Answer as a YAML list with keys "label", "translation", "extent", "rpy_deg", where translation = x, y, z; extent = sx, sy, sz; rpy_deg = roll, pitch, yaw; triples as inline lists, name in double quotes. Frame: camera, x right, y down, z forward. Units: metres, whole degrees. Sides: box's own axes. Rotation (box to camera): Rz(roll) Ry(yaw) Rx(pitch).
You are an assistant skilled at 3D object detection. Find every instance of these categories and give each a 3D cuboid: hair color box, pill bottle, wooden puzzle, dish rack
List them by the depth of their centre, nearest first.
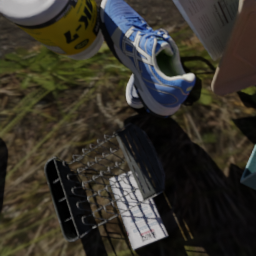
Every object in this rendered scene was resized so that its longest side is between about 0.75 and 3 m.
- label: "wooden puzzle"
  translation: [3.125, -2.006, 5.854]
  extent: [2.603, 2.814, 0.524]
  rpy_deg: [-19, 60, -6]
- label: "pill bottle"
  translation: [-1.508, -2.546, 6.209]
  extent: [1.593, 2.788, 1.593]
  rpy_deg: [0, 87, 10]
- label: "dish rack"
  translation: [-0.567, 1.199, 6.782]
  extent: [2.759, 0.753, 2.116]
  rpy_deg: [-32, 66, 14]
- label: "hair color box"
  translation: [0.226, 2.003, 6.985]
  extent: [0.872, 0.534, 1.761]
  rpy_deg: [-18, 64, -9]

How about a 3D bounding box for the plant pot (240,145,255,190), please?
- label: "plant pot"
  translation: [4.508, 0.778, 6.697]
  extent: [2.218, 2.172, 2.178]
  rpy_deg: [34, 61, 8]

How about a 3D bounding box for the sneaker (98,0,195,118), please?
- label: "sneaker"
  translation: [0.406, -1.700, 5.872]
  extent: [1.113, 1.133, 2.941]
  rpy_deg: [-26, 79, -35]

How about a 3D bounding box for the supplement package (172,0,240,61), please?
- label: "supplement package"
  translation: [1.595, -2.921, 5.877]
  extent: [1.277, 2.303, 1.794]
  rpy_deg: [-33, 54, 19]

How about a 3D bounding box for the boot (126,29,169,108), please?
- label: "boot"
  translation: [0.592, -1.861, 8.598]
  extent: [0.896, 1.113, 2.464]
  rpy_deg: [18, 65, 9]
